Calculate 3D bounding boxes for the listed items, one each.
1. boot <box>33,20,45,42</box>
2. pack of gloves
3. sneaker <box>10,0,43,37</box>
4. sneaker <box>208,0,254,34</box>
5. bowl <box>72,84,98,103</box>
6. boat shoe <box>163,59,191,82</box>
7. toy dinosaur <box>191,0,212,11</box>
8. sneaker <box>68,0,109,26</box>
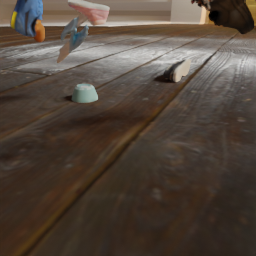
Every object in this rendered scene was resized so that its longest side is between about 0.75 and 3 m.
[{"bbox_3d":[-2.732,-2.934,8.211,0.469,1.222,0.949,-2,43,-12],"label":"boot"},{"bbox_3d":[-1.844,-3.105,9.029,0.339,1.443,1.717,22,-33,-40],"label":"pack of gloves"},{"bbox_3d":[-2.197,-2.979,6.524,0.669,1.706,0.562,24,27,-6],"label":"sneaker"},{"bbox_3d":[2.246,-2.564,6.241,1.738,0.789,0.660,23,44,-50],"label":"sneaker"},{"bbox_3d":[-1.505,-1.235,9.664,0.909,0.476,0.909,0,24,0],"label":"bowl"},{"bbox_3d":[2.193,-2.571,12.309,0.625,0.765,2.071,18,38,24],"label":"boat shoe"},{"bbox_3d":[0.942,-2.200,3.941,0.752,1.000,1.473,-22,0,4],"label":"toy dinosaur"},{"bbox_3d":[-1.129,-3.193,7.847,1.141,0.597,0.430,6,36,-15],"label":"sneaker"}]
